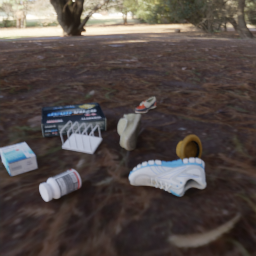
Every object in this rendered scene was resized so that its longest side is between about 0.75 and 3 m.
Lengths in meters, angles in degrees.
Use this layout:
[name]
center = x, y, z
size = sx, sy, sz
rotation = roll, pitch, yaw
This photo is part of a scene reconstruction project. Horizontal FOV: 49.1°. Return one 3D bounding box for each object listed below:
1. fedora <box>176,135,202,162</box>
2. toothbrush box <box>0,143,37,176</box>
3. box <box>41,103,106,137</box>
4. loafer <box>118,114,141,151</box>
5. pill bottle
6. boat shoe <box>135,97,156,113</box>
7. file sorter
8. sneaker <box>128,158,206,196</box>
[fedora]
center = 2.050, 0.784, 9.711
size = 1.228, 1.228, 0.501
rotation = -20, 18, -38
[toothbrush box]
center = -3.820, 1.064, 9.745
size = 0.911, 0.531, 1.245
rotation = -15, 27, -31
[box]
center = -2.549, -0.434, 12.915
size = 2.762, 0.635, 2.195
rotation = -6, 25, -13
[loafer]
center = -0.028, 0.128, 11.326
size = 0.859, 0.952, 2.516
rotation = 5, 22, 9
[pill bottle]
center = -1.977, 1.679, 8.175
size = 1.076, 0.624, 0.624
rotation = -20, 31, -39
[boat shoe]
center = 0.933, -1.196, 14.823
size = 0.573, 0.504, 1.610
rotation = 22, 33, 36
[file sorter]
center = -1.837, 0.315, 10.886
size = 1.318, 0.821, 0.915
rotation = 8, 36, 18
[sneaker]
center = 1.188, 1.558, 8.361
size = 2.361, 0.885, 1.023
rotation = -8, 50, 4
